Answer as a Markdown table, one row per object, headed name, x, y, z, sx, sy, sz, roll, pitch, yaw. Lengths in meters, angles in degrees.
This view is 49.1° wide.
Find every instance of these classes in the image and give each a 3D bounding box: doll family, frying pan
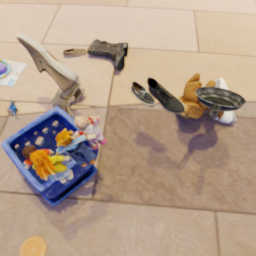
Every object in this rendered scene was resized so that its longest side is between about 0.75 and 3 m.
| name | x | y | z | sx | sy | sz | roll | pitch | yaw |
| --- | --- | --- | --- | --- | --- | --- | --- | --- | --- |
| doll family | -1.653 | 0.685 | 7.470 | 2.512 | 1.559 | 1.132 | -31 | 52 | 1 |
| frying pan | 3.125 | -0.730 | 9.135 | 1.703 | 0.458 | 2.815 | 6 | 30 | -2 |

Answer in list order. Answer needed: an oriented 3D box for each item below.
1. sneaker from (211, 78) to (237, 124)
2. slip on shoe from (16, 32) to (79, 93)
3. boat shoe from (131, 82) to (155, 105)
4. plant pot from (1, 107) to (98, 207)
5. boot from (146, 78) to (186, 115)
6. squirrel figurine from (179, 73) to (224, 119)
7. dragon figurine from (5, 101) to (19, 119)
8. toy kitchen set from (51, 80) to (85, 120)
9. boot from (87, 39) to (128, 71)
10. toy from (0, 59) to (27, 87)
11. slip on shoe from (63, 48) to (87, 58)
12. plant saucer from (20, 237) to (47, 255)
| name | x | y | z | sx | sy | sz | roll | pitch | yaw |
| --- | --- | --- | --- | --- | --- | --- | --- | --- | --- |
| sneaker | 4.232 | -1.209 | 12.480 | 0.978 | 0.928 | 2.429 | 15 | 56 | -8 |
| slip on shoe | -2.997 | -2.327 | 10.041 | 2.588 | 0.984 | 0.784 | 39 | 88 | -13 |
| boat shoe | 0.667 | -1.573 | 12.866 | 0.531 | 0.500 | 1.479 | -33 | 62 | -23 |
| plant pot | -2.538 | 1.129 | 9.865 | 2.398 | 2.156 | 2.398 | -39 | 62 | -24 |
| boot | 1.146 | -0.974 | 8.762 | 1.434 | 0.992 | 0.555 | 35 | 89 | 14 |
| squirrel figurine | 3.078 | -0.989 | 11.722 | 2.064 | 1.461 | 1.927 | -39 | 45 | -1 |
| dragon figurine | -5.071 | -0.826 | 12.434 | 1.013 | 0.298 | 0.504 | 35 | 61 | 24 |
| toy kitchen set | -2.301 | -1.130 | 12.162 | 1.229 | 1.506 | 1.359 | 10 | 40 | -47 |
| boot | -1.126 | -3.778 | 14.352 | 2.031 | 0.808 | 2.333 | 7 | 45 | 6 |
| toy | -6.795 | -3.050 | 13.812 | 2.938 | 0.694 | 1.692 | 10 | 55 | 7 |
| slip on shoe | -2.803 | -4.000 | 14.688 | 1.254 | 0.380 | 0.477 | -11 | 55 | -8 |
| plant saucer | -3.078 | 3.947 | 9.068 | 0.843 | 0.136 | 0.843 | 0 | 53 | 0 |
